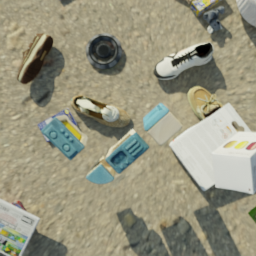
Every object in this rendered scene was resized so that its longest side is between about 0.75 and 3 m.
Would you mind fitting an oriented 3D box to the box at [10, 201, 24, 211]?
[{"bbox_3d":[-4.295,3.158,9.324,1.598,0.763,0.797,-27,84,-3],"label":"box"}]

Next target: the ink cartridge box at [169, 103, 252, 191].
[{"bbox_3d":[2.934,0.641,9.538,2.440,0.612,1.979,-36,85,4],"label":"ink cartridge box"}]

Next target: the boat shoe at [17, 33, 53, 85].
[{"bbox_3d":[-3.471,-2.509,10.061,0.741,0.740,2.002,25,77,15],"label":"boat shoe"}]

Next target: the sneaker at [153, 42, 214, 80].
[{"bbox_3d":[1.955,-2.439,9.896,2.306,0.922,0.850,-25,86,-1],"label":"sneaker"}]

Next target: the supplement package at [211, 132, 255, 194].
[{"bbox_3d":[2.853,0.779,6.823,1.650,0.939,0.904,-24,109,-44],"label":"supplement package"}]

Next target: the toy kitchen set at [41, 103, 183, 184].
[{"bbox_3d":[-0.488,-0.036,7.144,2.798,1.648,2.241,-42,96,7],"label":"toy kitchen set"}]

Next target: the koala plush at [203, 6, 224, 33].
[{"bbox_3d":[3.146,-3.909,10.268,0.690,0.716,0.779,-27,105,-15],"label":"koala plush"}]

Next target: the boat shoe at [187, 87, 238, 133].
[{"bbox_3d":[3.053,-0.433,9.715,0.927,0.793,2.529,-38,85,-4],"label":"boat shoe"}]

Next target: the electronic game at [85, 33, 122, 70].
[{"bbox_3d":[-0.888,-2.800,10.239,1.338,0.278,1.338,0,86,2],"label":"electronic game"}]

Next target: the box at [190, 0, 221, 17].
[{"bbox_3d":[2.990,-4.741,10.388,1.338,0.430,0.469,-35,85,-4],"label":"box"}]

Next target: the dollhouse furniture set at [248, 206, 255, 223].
[{"bbox_3d":[3.791,2.495,6.480,1.009,2.018,0.779,-39,106,-3],"label":"dollhouse furniture set"}]

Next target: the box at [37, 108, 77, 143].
[{"bbox_3d":[-2.503,-0.098,9.976,1.234,0.200,0.748,-29,85,-2],"label":"box"}]

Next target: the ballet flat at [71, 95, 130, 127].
[{"bbox_3d":[-0.995,-0.573,9.768,2.217,0.724,0.782,16,85,2],"label":"ballet flat"}]

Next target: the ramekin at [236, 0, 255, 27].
[{"bbox_3d":[5.095,-4.754,9.860,2.672,1.244,2.672,1,83,-6],"label":"ramekin"}]

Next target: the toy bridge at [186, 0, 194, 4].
[{"bbox_3d":[1.707,-5.641,10.546,0.779,0.315,2.316,-33,85,-3],"label":"toy bridge"}]

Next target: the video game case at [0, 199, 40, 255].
[{"bbox_3d":[-3.811,3.191,8.849,1.563,0.172,1.425,26,85,0],"label":"video game case"}]
